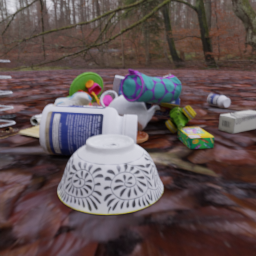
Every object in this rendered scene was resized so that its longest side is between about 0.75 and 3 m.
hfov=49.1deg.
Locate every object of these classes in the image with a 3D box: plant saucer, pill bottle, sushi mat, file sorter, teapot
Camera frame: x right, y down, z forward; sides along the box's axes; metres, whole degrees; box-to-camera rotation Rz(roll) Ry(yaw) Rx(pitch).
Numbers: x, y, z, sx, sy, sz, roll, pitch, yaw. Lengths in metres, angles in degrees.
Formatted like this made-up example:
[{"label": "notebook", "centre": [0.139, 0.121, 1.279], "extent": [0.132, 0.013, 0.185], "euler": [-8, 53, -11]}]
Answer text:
[{"label": "plant saucer", "centre": [0.051, 0.322, 9.104], "extent": [1.176, 0.190, 1.176], "euler": [0, 14, 0]}, {"label": "pill bottle", "centre": [-0.997, 0.101, 7.580], "extent": [2.450, 1.361, 1.361], "euler": [3, 15, 3]}, {"label": "sushi mat", "centre": [-2.470, 0.212, 9.551], "extent": [2.423, 0.147, 1.159], "euler": [9, 16, 27]}, {"label": "file sorter", "centre": [-5.509, -1.320, 10.602], "extent": [1.815, 2.616, 1.629], "euler": [6, 14, 22]}, {"label": "teapot", "centre": [0.009, -0.650, 9.805], "extent": [1.553, 1.149, 1.574], "euler": [-5, -31, 44]}, {"label": "pill bottle", "centre": [4.756, -1.396, 14.669], "extent": [0.635, 0.635, 1.143], "euler": [-7, 17, -26]}]

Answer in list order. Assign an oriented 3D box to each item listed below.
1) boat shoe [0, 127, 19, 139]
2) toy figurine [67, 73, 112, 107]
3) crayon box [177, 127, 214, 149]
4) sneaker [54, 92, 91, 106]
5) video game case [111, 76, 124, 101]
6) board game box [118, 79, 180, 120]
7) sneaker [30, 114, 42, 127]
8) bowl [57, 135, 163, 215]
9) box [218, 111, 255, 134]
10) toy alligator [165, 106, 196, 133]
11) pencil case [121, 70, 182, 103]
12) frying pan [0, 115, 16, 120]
[{"label": "boat shoe", "centre": [-4.099, 0.128, 9.619], "extent": [0.304, 0.303, 0.862], "euler": [4, 14, 21]}, {"label": "toy figurine", "centre": [-1.525, -0.968, 11.801], "extent": [2.024, 2.199, 1.651], "euler": [46, -1, 40]}, {"label": "crayon box", "centre": [2.091, 0.300, 8.821], "extent": [0.739, 0.362, 1.244], "euler": [-2, 14, -8]}, {"label": "sneaker", "centre": [-2.054, -0.818, 10.295], "extent": [1.613, 0.617, 0.651], "euler": [-14, 45, 26]}, {"label": "video game case", "centre": [0.117, -1.545, 12.855], "extent": [1.724, 1.569, 0.197], "euler": [9, 41, -8]}, {"label": "board game box", "centre": [0.772, -0.990, 11.362], "extent": [2.305, 0.711, 2.303], "euler": [11, -16, 1]}, {"label": "sneaker", "centre": [-3.045, -0.272, 10.788], "extent": [1.503, 0.554, 0.869], "euler": [-1, 15, 29]}, {"label": "bowl", "centre": [-0.371, 0.755, 5.835], "extent": [2.219, 1.041, 2.219], "euler": [0, 14, 0]}, {"label": "box", "centre": [4.223, -0.242, 10.425], "extent": [1.733, 0.593, 0.712], "euler": [-10, 18, -32]}, {"label": "toy alligator", "centre": [1.917, -0.440, 10.251], "extent": [0.951, 0.689, 2.869], "euler": [-40, -5, 17]}, {"label": "pencil case", "centre": [0.790, -1.304, 9.085], "extent": [0.912, 0.990, 2.143], "euler": [15, 15, 41]}, {"label": "frying pan", "centre": [-5.323, -0.416, 11.898], "extent": [0.677, 0.182, 1.119], "euler": [12, 21, 40]}]
